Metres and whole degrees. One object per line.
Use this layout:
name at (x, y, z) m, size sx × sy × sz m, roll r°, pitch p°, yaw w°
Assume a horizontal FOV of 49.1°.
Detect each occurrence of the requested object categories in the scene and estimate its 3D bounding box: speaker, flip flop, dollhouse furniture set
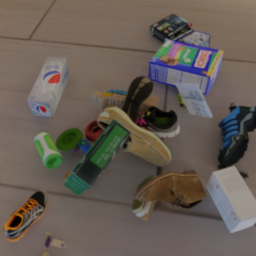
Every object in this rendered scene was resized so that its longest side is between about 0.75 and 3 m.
speaker at (-2.799, 0.763, 9.720) m, size 0.661 × 0.661 × 1.494 m, roll -25°, pitch 42°, yaw -18°
flip flop at (0.232, -1.001, 10.566) m, size 0.883 × 0.627 × 2.177 m, roll 26°, pitch 77°, yaw -10°
dollhouse furniture set at (-2.259, 3.644, 8.207) m, size 0.625 × 0.698 × 0.881 m, roll 30°, pitch 75°, yaw -27°

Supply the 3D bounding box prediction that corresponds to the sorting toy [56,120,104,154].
sorting toy at (-1.520, 0.523, 10.242) m, size 2.066 × 0.848 × 1.241 m, roll -21°, pitch 42°, yaw 3°

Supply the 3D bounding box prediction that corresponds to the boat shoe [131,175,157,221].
boat shoe at (0.600, 2.213, 8.983) m, size 0.621 × 0.568 × 1.662 m, roll -23°, pitch 20°, yaw 36°

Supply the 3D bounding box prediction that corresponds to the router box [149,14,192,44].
router box at (2.239, -5.184, 14.730) m, size 1.824 × 0.567 × 1.367 m, roll -36°, pitch 60°, yaw -25°

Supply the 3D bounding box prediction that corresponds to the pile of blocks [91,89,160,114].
pile of blocks at (-0.122, -0.954, 11.363) m, size 2.737 × 0.851 × 1.124 m, roll 8°, pitch 38°, yaw -2°

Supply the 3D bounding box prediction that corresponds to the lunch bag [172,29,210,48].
lunch bag at (2.999, -4.175, 13.733) m, size 1.336 × 0.973 × 1.572 m, roll -35°, pitch 47°, yaw -25°

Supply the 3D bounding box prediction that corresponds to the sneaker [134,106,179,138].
sneaker at (0.656, -0.265, 10.527) m, size 2.672 × 1.169 × 0.986 m, roll 1°, pitch 52°, yaw 1°

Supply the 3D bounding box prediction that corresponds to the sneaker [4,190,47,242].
sneaker at (-3.120, 2.619, 8.621) m, size 0.679 × 0.670 × 1.734 m, roll 19°, pitch 53°, yaw 16°

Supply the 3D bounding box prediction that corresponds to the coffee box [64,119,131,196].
coffee box at (-0.947, 0.960, 7.831) m, size 0.629 × 2.861 × 1.759 m, roll 38°, pitch 65°, yaw -2°

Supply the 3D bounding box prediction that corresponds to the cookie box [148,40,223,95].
cookie box at (2.537, -2.743, 12.292) m, size 2.652 × 0.997 × 2.269 m, roll 18°, pitch 47°, yaw 19°

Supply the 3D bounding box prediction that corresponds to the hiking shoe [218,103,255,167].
hiking shoe at (3.849, 0.264, 10.376) m, size 1.178 × 1.011 × 2.718 m, roll 15°, pitch 57°, yaw 40°

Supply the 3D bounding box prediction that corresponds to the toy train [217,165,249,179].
toy train at (3.669, 1.510, 9.797) m, size 1.059 × 0.181 × 0.243 m, roll 17°, pitch 40°, yaw 14°

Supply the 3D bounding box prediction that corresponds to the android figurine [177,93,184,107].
android figurine at (2.677, -1.286, 11.905) m, size 1.089 × 0.246 × 1.196 m, roll 23°, pitch 59°, yaw 18°

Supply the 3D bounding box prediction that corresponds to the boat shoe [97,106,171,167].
boat shoe at (0.146, 0.503, 9.565) m, size 2.909 × 1.043 × 1.108 m, roll 36°, pitch 38°, yaw 0°

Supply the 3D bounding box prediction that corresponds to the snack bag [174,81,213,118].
snack bag at (2.407, -1.064, 10.448) m, size 0.161 × 1.508 × 1.422 m, roll -38°, pitch 24°, yaw -13°

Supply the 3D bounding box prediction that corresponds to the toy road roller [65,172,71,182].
toy road roller at (-1.622, 1.616, 9.471) m, size 0.936 × 0.575 × 0.683 m, roll 4°, pitch 43°, yaw -3°

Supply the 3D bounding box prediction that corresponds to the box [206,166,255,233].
box at (3.244, 2.213, 8.696) m, size 0.804 × 1.026 × 1.649 m, roll -14°, pitch 53°, yaw -10°

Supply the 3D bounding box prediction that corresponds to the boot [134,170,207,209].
boot at (1.396, 1.953, 8.438) m, size 2.692 × 0.991 × 1.016 m, roll -1°, pitch 49°, yaw -39°

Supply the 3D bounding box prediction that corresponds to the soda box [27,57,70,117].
soda box at (-3.293, -1.799, 11.869) m, size 0.877 × 0.944 × 2.766 m, roll 6°, pitch 52°, yaw 4°
